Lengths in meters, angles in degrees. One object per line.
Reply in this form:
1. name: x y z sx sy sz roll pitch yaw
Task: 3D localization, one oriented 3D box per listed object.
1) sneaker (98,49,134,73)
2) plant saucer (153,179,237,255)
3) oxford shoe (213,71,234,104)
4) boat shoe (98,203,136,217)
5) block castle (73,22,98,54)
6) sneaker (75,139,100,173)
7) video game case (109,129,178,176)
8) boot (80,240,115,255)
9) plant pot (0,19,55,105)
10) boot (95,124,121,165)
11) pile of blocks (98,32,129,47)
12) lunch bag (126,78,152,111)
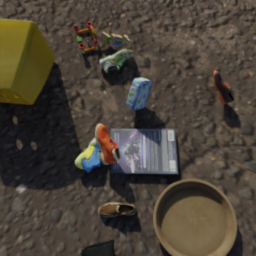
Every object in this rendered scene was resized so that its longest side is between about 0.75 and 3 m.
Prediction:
1. sneaker: -0.452 -2.936 12.642 1.663 0.639 0.737 -24 71 0
2. plant saucer: 2.338 3.290 9.933 2.908 0.428 2.908 0 66 1
3. oxford shoe: 3.996 -1.722 11.673 0.550 1.515 0.539 -8 31 43
4. boat shoe: -0.400 2.907 10.050 1.348 0.499 0.498 -5 68 -2
5. block castle: -1.976 -4.299 13.199 0.957 0.672 1.433 -16 67 -7
6. sneaker: -1.265 1.032 10.915 0.866 0.624 1.648 40 77 2
7. video game case: 0.594 0.937 11.091 2.633 0.250 1.881 0 66 1
8. boot: -0.462 4.616 9.163 2.201 0.814 1.804 -14 64 -4
9. plant pot: -4.918 -2.467 11.376 2.893 2.893 2.552 5 79 2
10. boot: -0.714 0.571 10.466 0.587 0.839 1.566 -18 94 -51
11. pile of blocks: -0.617 -4.117 13.121 1.464 0.601 0.455 12 27 13
12. lunch bag: 0.469 -1.386 11.468 0.530 1.032 1.284 28 113 26
